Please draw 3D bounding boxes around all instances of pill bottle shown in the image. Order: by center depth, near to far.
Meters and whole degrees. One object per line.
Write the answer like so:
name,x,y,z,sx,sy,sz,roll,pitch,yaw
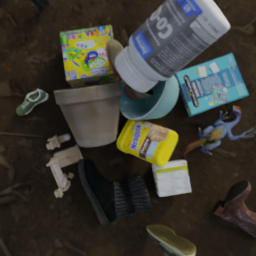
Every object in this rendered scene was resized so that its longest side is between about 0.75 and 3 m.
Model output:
pill bottle,1.092,-2.393,7.793,2.945,1.675,1.675,-38,85,31

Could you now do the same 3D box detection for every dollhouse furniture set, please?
dollhouse furniture set,-2.154,1.146,9.497,0.931,1.907,1.627,-20,103,-2

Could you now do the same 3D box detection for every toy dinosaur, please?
toy dinosaur,3.247,-0.006,10.215,2.112,2.327,1.222,-31,99,-41

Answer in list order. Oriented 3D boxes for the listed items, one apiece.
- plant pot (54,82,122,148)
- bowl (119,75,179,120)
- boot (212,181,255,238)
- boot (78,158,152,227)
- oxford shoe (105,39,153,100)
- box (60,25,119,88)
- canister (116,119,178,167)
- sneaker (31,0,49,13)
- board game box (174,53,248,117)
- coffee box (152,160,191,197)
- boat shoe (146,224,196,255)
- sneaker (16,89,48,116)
plant pot,-1.216,-0.466,9.739,2.318,2.318,2.011,-10,101,-1
bowl,0.842,-1.241,9.825,1.228,2.348,2.348,21,83,-39
boot,4.334,2.905,9.562,2.190,2.041,0.703,30,45,4
boot,-0.451,1.983,9.937,1.971,0.992,2.636,-25,91,2
oxford shoe,0.126,-1.989,9.487,0.917,2.453,0.864,1,52,39
box,-1.378,-2.577,10.301,1.853,1.130,1.785,-8,85,-1
canister,0.653,0.462,9.720,1.813,0.785,1.347,20,79,38
sneaker,-3.417,-4.832,10.305,0.727,1.393,0.418,26,77,34
board game box,3.081,-1.596,10.511,2.248,0.527,1.697,-19,85,-2
coffee box,1.501,1.768,9.911,1.095,1.094,1.083,-9,85,-1
boat shoe,1.297,3.797,9.073,0.789,2.208,0.726,0,93,-30
sneaker,-3.671,-0.991,10.370,1.360,0.610,0.456,-34,71,-2
